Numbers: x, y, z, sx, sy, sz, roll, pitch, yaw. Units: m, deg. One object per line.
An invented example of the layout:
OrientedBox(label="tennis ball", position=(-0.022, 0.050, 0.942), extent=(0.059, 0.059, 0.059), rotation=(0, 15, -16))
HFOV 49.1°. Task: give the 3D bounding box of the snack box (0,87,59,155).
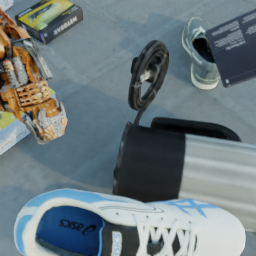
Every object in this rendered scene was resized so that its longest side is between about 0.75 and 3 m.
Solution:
OrientedBox(label="snack box", position=(-3.228, -0.336, 6.812), extent=(1.837, 0.684, 2.583), rotation=(34, 62, 29))

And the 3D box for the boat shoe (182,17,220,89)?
OrientedBox(label="boat shoe", position=(2.212, -2.453, 8.193), extent=(1.035, 0.878, 2.843), rotation=(1, 56, 1))

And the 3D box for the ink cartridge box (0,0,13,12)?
OrientedBox(label="ink cartridge box", position=(-5.591, -5.100, 9.202), extent=(2.910, 2.112, 1.214), rotation=(24, 62, 15))

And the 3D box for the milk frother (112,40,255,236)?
OrientedBox(label="milk frother", position=(1.278, 0.206, 5.216), extent=(2.772, 2.947, 2.659), rotation=(9, 53, 5))

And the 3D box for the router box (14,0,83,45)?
OrientedBox(label="router box", position=(-2.572, -3.620, 9.221), extent=(1.368, 0.454, 1.740), rotation=(34, 63, 20))

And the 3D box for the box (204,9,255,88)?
OrientedBox(label="box", position=(2.255, -1.497, 5.306), extent=(1.250, 0.650, 1.138), rotation=(-18, 87, 22))

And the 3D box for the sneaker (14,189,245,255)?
OrientedBox(label="sneaker", position=(0.116, 1.296, 3.239), extent=(2.764, 1.002, 0.993), rotation=(7, 92, -8))

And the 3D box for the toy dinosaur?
OrientedBox(label="toy dinosaur", position=(-1.544, -0.818, 3.515), extent=(1.145, 1.522, 2.243), rotation=(-3, 74, -45))
